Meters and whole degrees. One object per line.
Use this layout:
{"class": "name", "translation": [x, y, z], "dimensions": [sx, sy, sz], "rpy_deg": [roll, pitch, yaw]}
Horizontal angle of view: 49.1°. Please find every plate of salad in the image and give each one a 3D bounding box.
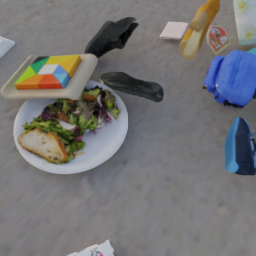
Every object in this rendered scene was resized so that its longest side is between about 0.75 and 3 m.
{"class": "plate of salad", "translation": [-1.461, -0.247, 7.123], "dimensions": [2.927, 0.703, 2.927], "rpy_deg": [0, 57, 1]}

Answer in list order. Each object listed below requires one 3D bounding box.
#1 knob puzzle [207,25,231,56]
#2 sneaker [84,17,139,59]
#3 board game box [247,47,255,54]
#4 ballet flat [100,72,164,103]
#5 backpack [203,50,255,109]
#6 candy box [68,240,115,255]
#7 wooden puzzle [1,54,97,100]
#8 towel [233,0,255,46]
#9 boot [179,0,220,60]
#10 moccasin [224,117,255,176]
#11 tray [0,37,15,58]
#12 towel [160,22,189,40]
{"class": "knob puzzle", "translation": [2.788, -2.810, 8.682], "dimensions": [0.932, 0.129, 0.932], "rpy_deg": [-1, 92, -22]}
{"class": "sneaker", "translation": [-0.520, -2.563, 8.321], "dimensions": [0.929, 0.535, 1.781], "rpy_deg": [33, 88, 28]}
{"class": "board game box", "translation": [4.369, -2.003, 8.377], "dimensions": [1.712, 0.402, 1.292], "rpy_deg": [-30, 59, -18]}
{"class": "ballet flat", "translation": [0.041, -1.058, 7.389], "dimensions": [1.876, 0.533, 0.623], "rpy_deg": [21, 58, 24]}
{"class": "backpack", "translation": [2.634, -1.196, 7.019], "dimensions": [1.334, 1.590, 1.292], "rpy_deg": [13, 93, 9]}
{"class": "candy box", "translation": [-0.595, 2.820, 5.314], "dimensions": [0.898, 0.383, 1.071], "rpy_deg": [-18, 64, -11]}
{"class": "wooden puzzle", "translation": [-2.131, -1.515, 7.738], "dimensions": [2.153, 0.401, 1.992], "rpy_deg": [4, 45, 13]}
{"class": "towel", "translation": [4.332, -3.619, 8.007], "dimensions": [2.415, 2.067, 0.581], "rpy_deg": [-7, 27, 24]}
{"class": "boot", "translation": [2.065, -2.778, 7.877], "dimensions": [0.588, 1.672, 1.197], "rpy_deg": [35, 71, 12]}
{"class": "moccasin", "translation": [2.636, 0.465, 6.497], "dimensions": [0.638, 0.753, 1.872], "rpy_deg": [21, 44, 8]}
{"class": "tray", "translation": [-4.656, -2.207, 8.641], "dimensions": [1.190, 0.246, 2.217], "rpy_deg": [22, 60, 12]}
{"class": "towel", "translation": [1.516, -3.181, 9.172], "dimensions": [0.741, 0.125, 0.776], "rpy_deg": [16, 62, 27]}
